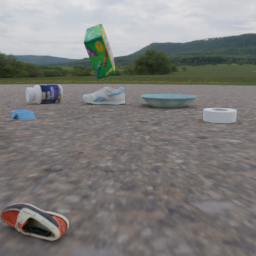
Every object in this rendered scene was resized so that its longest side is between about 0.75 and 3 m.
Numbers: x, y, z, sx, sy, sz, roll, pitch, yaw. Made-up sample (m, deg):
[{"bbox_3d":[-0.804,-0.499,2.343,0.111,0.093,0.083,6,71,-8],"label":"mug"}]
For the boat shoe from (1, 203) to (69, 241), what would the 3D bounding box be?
[{"bbox_3d":[-0.994,0.969,2.861,0.768,0.273,0.240,8,15,15],"label":"boat shoe"}]

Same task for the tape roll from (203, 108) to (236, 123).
[{"bbox_3d":[3.155,-0.438,9.651,1.100,0.385,1.100,0,11,0],"label":"tape roll"}]

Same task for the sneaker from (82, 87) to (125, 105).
[{"bbox_3d":[-1.299,-1.728,14.862,2.276,0.919,0.871,0,13,5],"label":"sneaker"}]

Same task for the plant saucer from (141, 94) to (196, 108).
[{"bbox_3d":[1.987,-1.347,13.940,2.730,0.526,2.730,0,12,0],"label":"plant saucer"}]

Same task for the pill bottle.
[{"bbox_3d":[-4.514,-1.822,15.097,1.795,0.997,0.997,-7,13,-31],"label":"pill bottle"}]

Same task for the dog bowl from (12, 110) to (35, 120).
[{"bbox_3d":[-3.835,-0.477,10.211,1.021,0.253,0.569,8,14,39],"label":"dog bowl"}]

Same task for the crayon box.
[{"bbox_3d":[-1.187,-3.305,11.862,0.773,1.576,2.653,-17,30,5],"label":"crayon box"}]
